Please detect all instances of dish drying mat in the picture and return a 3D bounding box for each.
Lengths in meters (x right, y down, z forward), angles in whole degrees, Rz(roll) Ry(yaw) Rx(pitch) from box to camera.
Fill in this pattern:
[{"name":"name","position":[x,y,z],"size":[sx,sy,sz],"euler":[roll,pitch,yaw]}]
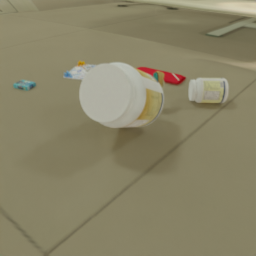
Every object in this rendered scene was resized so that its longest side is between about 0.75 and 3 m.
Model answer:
[{"name":"dish drying mat","position":[1.562,-2.761,14.631],"size":[2.722,0.248,1.046],"euler":[19,38,27]}]

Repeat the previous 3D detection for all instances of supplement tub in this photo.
[{"name":"supplement tub","position":[-0.129,-1.022,9.314],"size":[2.032,2.032,2.814],"euler":[16,7,24]},{"name":"supplement tub","position":[3.426,-1.608,12.065],"size":[1.480,1.073,1.073],"euler":[1,33,1]}]

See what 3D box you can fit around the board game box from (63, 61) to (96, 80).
[{"name":"board game box","position":[-2.113,-3.100,15.143],"size":[2.112,0.273,2.112],"euler":[8,33,13]}]

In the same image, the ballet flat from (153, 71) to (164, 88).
[{"name":"ballet flat","position":[1.259,-1.528,11.397],"size":[0.478,1.517,0.521],"euler":[-7,19,-32]}]

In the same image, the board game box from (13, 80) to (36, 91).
[{"name":"board game box","position":[-5.029,-2.073,13.606],"size":[0.837,0.197,0.632],"euler":[14,35,20]}]
